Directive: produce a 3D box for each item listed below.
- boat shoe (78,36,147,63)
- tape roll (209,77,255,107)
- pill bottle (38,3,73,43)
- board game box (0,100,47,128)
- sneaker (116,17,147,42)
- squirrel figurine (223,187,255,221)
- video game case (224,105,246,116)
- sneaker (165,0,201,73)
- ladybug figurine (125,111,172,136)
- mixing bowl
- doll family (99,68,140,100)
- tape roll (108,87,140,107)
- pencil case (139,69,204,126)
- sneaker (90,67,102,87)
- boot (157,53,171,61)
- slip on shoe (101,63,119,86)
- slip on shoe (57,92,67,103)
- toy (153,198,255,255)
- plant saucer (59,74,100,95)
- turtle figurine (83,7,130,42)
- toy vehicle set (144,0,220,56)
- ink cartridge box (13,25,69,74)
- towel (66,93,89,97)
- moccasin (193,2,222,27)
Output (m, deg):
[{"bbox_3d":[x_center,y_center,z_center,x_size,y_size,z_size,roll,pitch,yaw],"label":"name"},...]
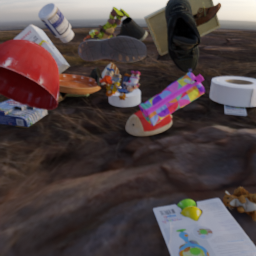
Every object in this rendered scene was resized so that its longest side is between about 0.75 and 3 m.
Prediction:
[{"bbox_3d":[-0.498,-2.648,9.514,2.304,0.872,0.827,5,12,5],"label":"boat shoe"},{"bbox_3d":[5.135,-1.742,13.127,2.503,0.875,2.503,2,22,-1],"label":"tape roll"},{"bbox_3d":[-2.863,-4.196,11.352,0.824,1.484,0.824,-11,59,19],"label":"pill bottle"},{"bbox_3d":[-4.418,-0.743,11.460,1.911,0.589,1.910,7,27,14],"label":"board game box"},{"bbox_3d":[-0.143,-4.631,13.299,2.134,1.134,0.798,7,64,49],"label":"sneaker"},{"bbox_3d":[2.598,1.703,6.480,0.740,0.561,0.793,1,9,26],"label":"squirrel figurine"},{"bbox_3d":[4.644,-0.816,12.192,0.860,0.108,1.201,7,26,15],"label":"video game case"},{"bbox_3d":[1.816,-2.671,9.285,1.083,2.833,1.623,-6,51,12],"label":"sneaker"},{"bbox_3d":[0.785,-0.280,10.224,1.875,0.674,1.272,-17,34,-24],"label":"ladybug figurine"},{"bbox_3d":[-2.895,-1.617,7.933,2.362,2.362,1.279,10,68,21],"label":"mixing bowl"},{"bbox_3d":[-0.256,-1.416,9.546,1.520,0.685,0.944,10,65,21],"label":"doll family"},{"bbox_3d":[-0.166,-1.469,13.089,1.516,0.530,1.516,-1,25,0],"label":"tape roll"},{"bbox_3d":[1.213,-0.819,7.791,1.861,0.822,0.822,-35,27,4],"label":"pencil case"},{"bbox_3d":[-1.250,-1.949,11.034,0.444,0.775,0.296,-15,2,45],"label":"sneaker"},{"bbox_3d":[1.890,-3.394,11.013,1.699,1.479,0.588,-7,34,10],"label":"boot"},{"bbox_3d":[-1.154,-2.829,15.753,0.812,1.019,2.681,-34,25,22],"label":"slip on shoe"},{"bbox_3d":[-3.290,-1.386,12.792,0.517,0.648,1.705,-10,15,13],"label":"slip on shoe"},{"bbox_3d":[1.470,2.292,4.975,1.509,0.619,2.621,-6,24,-7],"label":"toy"},{"bbox_3d":[-2.649,-2.101,13.559,2.618,0.423,2.618,7,21,-3],"label":"plant saucer"},{"bbox_3d":[-0.671,-3.606,10.353,2.067,1.667,0.666,-5,54,-52],"label":"turtle figurine"},{"bbox_3d":[1.958,-3.802,10.062,2.397,1.490,0.318,-25,27,6],"label":"toy vehicle set"},{"bbox_3d":[-3.160,-2.516,9.909,1.222,1.660,1.201,-38,8,6],"label":"ink cartridge box"},{"bbox_3d":[-2.502,-1.972,14.415,1.271,0.313,1.713,5,25,7],"label":"towel"},{"bbox_3d":[2.432,-3.732,9.187,0.511,0.539,1.396,-52,21,-21],"label":"moccasin"}]
